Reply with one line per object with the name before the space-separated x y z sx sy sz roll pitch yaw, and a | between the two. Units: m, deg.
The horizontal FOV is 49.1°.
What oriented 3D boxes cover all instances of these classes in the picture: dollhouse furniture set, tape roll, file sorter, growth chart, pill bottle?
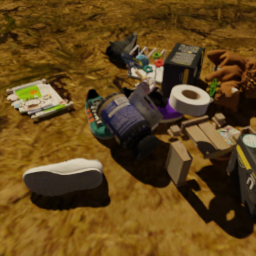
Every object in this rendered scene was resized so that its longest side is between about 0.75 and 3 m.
dollhouse furniture set | 2.565 0.591 9.242 2.830 1.253 1.467 -15 48 -18
tape roll | 1.779 -0.804 8.142 1.125 0.393 1.125 7 36 -5
file sorter | 1.133 -3.182 13.827 2.003 1.247 1.390 16 43 18
growth chart | -4.032 -1.280 12.389 2.135 0.262 2.950 -28 47 -27
pill bottle | -0.006 -0.060 9.710 1.273 1.273 2.277 -27 65 -28

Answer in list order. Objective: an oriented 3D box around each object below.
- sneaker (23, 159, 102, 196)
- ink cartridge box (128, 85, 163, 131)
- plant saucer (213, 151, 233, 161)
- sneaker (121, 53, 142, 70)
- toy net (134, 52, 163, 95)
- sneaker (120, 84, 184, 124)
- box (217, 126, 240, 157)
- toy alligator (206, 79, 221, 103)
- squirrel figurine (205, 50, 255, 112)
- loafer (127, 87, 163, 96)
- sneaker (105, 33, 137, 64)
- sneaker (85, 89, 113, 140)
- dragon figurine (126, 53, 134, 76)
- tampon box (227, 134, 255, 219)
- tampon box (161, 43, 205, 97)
sneaker | -2.021 1.469 8.851 2.434 0.930 0.980 -1 28 -7
ink cartridge box | 0.615 -0.664 10.153 0.507 1.778 1.445 -32 82 -32
plant saucer | 3.177 0.842 9.875 0.967 0.181 0.967 6 33 -4
sneaker | 0.076 -2.306 9.832 0.930 0.383 0.344 21 45 -41
toy net | 0.781 -2.004 10.561 1.125 0.414 2.144 -2 57 1
sneaker | 0.916 -1.077 11.242 2.831 1.408 0.984 7 41 9
box | 3.502 0.452 10.115 1.620 0.281 0.892 -19 42 -36
toy alligator | 3.356 -1.390 11.098 0.475 0.344 1.433 4 49 30
squirrel figurine | 4.619 -1.935 11.935 2.615 1.851 2.441 -1 47 12
loafer | 0.670 -1.639 12.504 1.808 0.617 0.684 2 41 2
sneaker | -0.335 -4.588 15.602 1.554 1.037 2.713 15 48 7
sneaker | -1.208 -0.593 10.988 0.899 1.006 2.519 -15 43 -17
dragon figurine | 0.083 -2.357 10.400 0.243 0.410 0.825 8 85 8
tampon box | 4.669 1.317 8.291 2.608 1.646 1.954 -4 41 -5
tampon box | 2.515 -2.614 12.828 1.399 1.660 2.216 15 43 17
